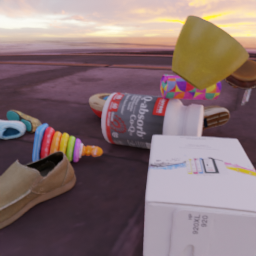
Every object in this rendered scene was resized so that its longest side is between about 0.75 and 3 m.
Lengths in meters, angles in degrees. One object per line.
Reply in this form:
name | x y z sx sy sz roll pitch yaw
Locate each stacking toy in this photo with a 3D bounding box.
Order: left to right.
stacking toy | -1.634 0.577 7.806 1.856 1.018 1.077 9 13 -8

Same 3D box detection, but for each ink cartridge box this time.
ink cartridge box | 1.114 1.301 4.540 1.625 1.654 2.247 3 21 7

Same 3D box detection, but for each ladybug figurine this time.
ladybug figurine | -0.641 -0.795 11.339 1.638 0.868 2.414 -14 26 -37

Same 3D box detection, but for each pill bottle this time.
pill bottle | 0.762 -0.163 8.522 2.824 1.636 1.636 7 21 19

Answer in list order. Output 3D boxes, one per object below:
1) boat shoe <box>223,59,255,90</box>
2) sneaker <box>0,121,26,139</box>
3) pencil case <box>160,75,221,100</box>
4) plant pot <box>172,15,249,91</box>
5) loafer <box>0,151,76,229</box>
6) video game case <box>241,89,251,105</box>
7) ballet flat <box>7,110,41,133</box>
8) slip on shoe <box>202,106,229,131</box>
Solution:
boat shoe | 3.426 -1.706 8.750 0.892 0.892 2.535 -10 30 7
sneaker | -4.358 0.077 9.344 1.741 0.643 0.713 -6 17 -15
pencil case | 1.768 -1.174 7.916 1.698 0.750 0.750 -3 20 -9
plant pot | 1.730 -1.621 6.629 1.701 1.207 1.701 34 12 -8
loafer | -2.328 1.208 5.852 1.044 0.926 2.745 15 25 35
video game case | 4.037 -1.230 9.448 0.077 0.856 0.613 18 -5 11
ballet flat | -3.821 -0.247 10.374 1.747 0.618 0.618 21 28 36
slip on shoe | 2.375 -0.323 9.716 2.146 0.816 0.650 -16 34 0
